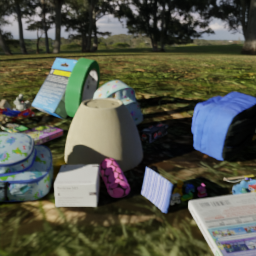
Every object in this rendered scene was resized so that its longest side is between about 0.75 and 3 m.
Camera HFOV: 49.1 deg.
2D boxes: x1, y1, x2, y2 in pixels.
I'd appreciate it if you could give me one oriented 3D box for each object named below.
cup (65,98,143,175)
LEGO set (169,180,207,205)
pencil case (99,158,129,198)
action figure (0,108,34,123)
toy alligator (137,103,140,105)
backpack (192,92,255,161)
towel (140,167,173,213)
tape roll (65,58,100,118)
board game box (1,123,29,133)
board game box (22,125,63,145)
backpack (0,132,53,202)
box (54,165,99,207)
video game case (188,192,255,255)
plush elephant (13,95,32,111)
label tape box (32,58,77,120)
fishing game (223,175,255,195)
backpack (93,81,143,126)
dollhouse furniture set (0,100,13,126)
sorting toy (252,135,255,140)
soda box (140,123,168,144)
[{"bbox_3d":[-0.824,0.086,9.418,2.687,1.922,2.687,0,20,0],"label":"cup"},{"bbox_3d":[1.505,1.608,7.355,1.106,0.454,0.422,-9,21,-23],"label":"LEGO set"},{"bbox_3d":[-0.437,1.391,7.797,0.621,0.602,1.326,-7,23,-18],"label":"pencil case"},{"bbox_3d":[-5.259,-0.643,13.144,0.688,0.544,2.103,-27,-9,29],"label":"action figure"},{"bbox_3d":[0.207,-1.691,16.570,0.423,0.387,1.427,-18,27,-41],"label":"toy alligator"},{"bbox_3d":[3.219,-0.034,9.733,2.043,1.978,2.435,19,32,37],"label":"backpack"},{"bbox_3d":[0.695,1.552,7.043,0.129,0.781,1.079,1,15,-34],"label":"towel"},{"bbox_3d":[-2.085,-1.818,13.167,0.675,2.809,2.809,13,22,8],"label":"tape roll"},{"bbox_3d":[-4.930,0.035,12.175,1.232,0.144,0.645,17,24,39],"label":"board game box"},{"bbox_3d":[-3.656,0.332,11.111,1.132,0.305,1.886,9,19,31],"label":"board game box"},{"bbox_3d":[-3.005,1.031,7.379,1.966,1.445,1.799,4,32,-11],"label":"backpack"},{"bbox_3d":[-1.300,1.489,7.332,1.045,0.687,1.051,0,20,-1],"label":"box"},{"bbox_3d":[2.822,2.161,5.858,2.458,0.271,2.238,-5,24,-9],"label":"video game case"},{"bbox_3d":[-5.481,-1.179,14.558,0.813,0.865,1.050,2,44,49],"label":"plush elephant"},{"bbox_3d":[-3.383,-2.001,14.055,2.019,2.800,0.886,18,-12,40],"label":"label tape box"},{"bbox_3d":[3.466,1.700,7.382,1.331,0.289,1.858,-4,21,-5],"label":"fishing game"},{"bbox_3d":[-0.401,-0.827,11.312,1.748,1.989,1.525,-28,35,-12],"label":"backpack"},{"bbox_3d":[-6.085,-0.682,12.810,0.906,1.057,1.111,5,55,11],"label":"dollhouse furniture set"},{"bbox_3d":[4.689,0.372,10.878,0.590,0.143,1.047,11,-3,-1],"label":"sorting toy"},{"bbox_3d":[1.048,0.197,11.297,0.476,0.426,1.345,16,25,37],"label":"soda box"}]
